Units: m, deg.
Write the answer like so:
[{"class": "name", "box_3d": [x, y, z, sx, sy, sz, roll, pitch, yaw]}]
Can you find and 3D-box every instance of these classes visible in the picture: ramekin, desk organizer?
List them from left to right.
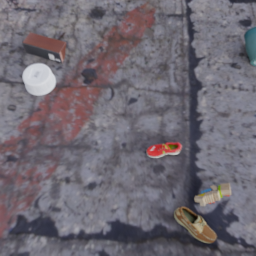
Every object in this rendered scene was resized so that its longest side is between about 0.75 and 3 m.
[{"class": "ramekin", "box_3d": [-3.996, -2.195, 12.499, 1.383, 0.674, 1.383, 0, 64, 0]}, {"class": "desk organizer", "box_3d": [-3.906, -3.809, 13.296, 1.961, 0.703, 0.755, 18, 63, 9]}]

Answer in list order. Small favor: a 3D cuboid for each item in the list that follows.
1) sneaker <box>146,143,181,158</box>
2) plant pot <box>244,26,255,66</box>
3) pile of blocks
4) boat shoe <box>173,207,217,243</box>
[{"class": "sneaker", "box_3d": [1.407, 0.794, 11.052, 1.408, 0.598, 0.542, -10, 64, -5]}, {"class": "plant pot", "box_3d": [6.171, -3.674, 12.858, 1.551, 1.551, 1.457, 3, 79, 2]}, {"class": "pile of blocks", "box_3d": [3.149, 2.508, 10.365, 1.445, 0.593, 0.449, -19, 108, 1]}, {"class": "boat shoe", "box_3d": [2.336, 3.334, 9.676, 1.622, 0.599, 0.614, 33, 47, 9]}]
